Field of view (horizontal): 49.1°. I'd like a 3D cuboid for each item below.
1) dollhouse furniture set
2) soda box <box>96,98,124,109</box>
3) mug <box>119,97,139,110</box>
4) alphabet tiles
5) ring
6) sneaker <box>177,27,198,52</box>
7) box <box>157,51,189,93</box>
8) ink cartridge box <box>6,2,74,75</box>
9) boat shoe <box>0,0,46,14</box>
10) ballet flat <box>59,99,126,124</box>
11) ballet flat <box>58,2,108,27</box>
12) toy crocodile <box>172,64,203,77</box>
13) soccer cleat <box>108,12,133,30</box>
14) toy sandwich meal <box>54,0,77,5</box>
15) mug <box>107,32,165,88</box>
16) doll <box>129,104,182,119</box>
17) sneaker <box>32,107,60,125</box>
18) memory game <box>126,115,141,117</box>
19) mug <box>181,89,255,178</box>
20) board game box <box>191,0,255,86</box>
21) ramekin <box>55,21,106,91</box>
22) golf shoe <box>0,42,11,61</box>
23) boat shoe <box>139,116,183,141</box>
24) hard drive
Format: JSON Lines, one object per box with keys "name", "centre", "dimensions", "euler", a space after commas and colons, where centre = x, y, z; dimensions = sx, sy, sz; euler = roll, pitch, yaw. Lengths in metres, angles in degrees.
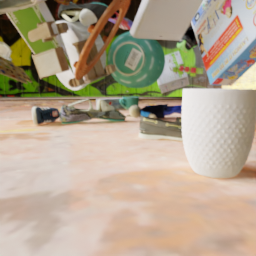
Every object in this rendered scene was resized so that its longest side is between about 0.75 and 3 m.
{"name": "dollhouse furniture set", "centre": [-1.481, -2.040, 7.631], "dimensions": [0.976, 1.704, 1.999], "euler": [-2, 21, 39]}
{"name": "soda box", "centre": [-1.075, -1.475, 17.304], "dimensions": [0.635, 0.683, 2.001], "euler": [6, 11, 38]}
{"name": "mug", "centre": [0.039, -1.533, 17.412], "dimensions": [1.241, 0.767, 1.019], "euler": [-2, 9, -7]}
{"name": "alphabet tiles", "centre": [-2.838, -1.405, 6.279], "dimensions": [1.112, 0.042, 1.337], "euler": [46, 15, 35]}
{"name": "ring", "centre": [-0.644, -2.145, 6.551], "dimensions": [0.223, 2.326, 2.326], "euler": [34, 7, -3]}
{"name": "sneaker", "centre": [2.492, -3.507, 10.738], "dimensions": [0.681, 0.743, 1.775], "euler": [34, 47, 4]}
{"name": "box", "centre": [1.933, -2.577, 12.955], "dimensions": [1.359, 1.540, 0.745], "euler": [-18, -28, 10]}
{"name": "ink cartridge box", "centre": [-2.664, -2.831, 8.264], "dimensions": [1.016, 1.982, 2.682], "euler": [-24, 51, 1]}
{"name": "boat shoe", "centre": [-2.256, -3.340, 6.571], "dimensions": [2.768, 0.980, 0.959], "euler": [-28, 40, 1]}
{"name": "ballet flat", "centre": [-1.286, -0.651, 10.694], "dimensions": [2.624, 0.944, 0.944], "euler": [-3, 8, -22]}
{"name": "ballet flat", "centre": [-1.603, -3.925, 9.785], "dimensions": [2.117, 0.724, 0.720], "euler": [17, -22, 29]}
{"name": "toy crocodile", "centre": [2.304, -2.243, 10.843], "dimensions": [1.187, 0.401, 0.367], "euler": [8, 4, 5]}
{"name": "soccer cleat", "centre": [-0.373, -4.601, 11.942], "dimensions": [1.449, 0.483, 0.554], "euler": [18, 8, -25]}
{"name": "toy sandwich meal", "centre": [-1.773, -4.085, 8.272], "dimensions": [1.106, 1.106, 0.379], "euler": [-2, -26, -16]}
{"name": "mug", "centre": [0.196, -2.785, 10.686], "dimensions": [2.085, 2.538, 1.569], "euler": [-16, 4, 21]}
{"name": "doll", "centre": [1.418, -0.753, 12.100], "dimensions": [2.817, 0.683, 1.922], "euler": [-4, 15, 17]}
{"name": "sneaker", "centre": [-2.956, -0.486, 10.260], "dimensions": [0.757, 0.671, 1.791], "euler": [-4, 8, 0]}
{"name": "memory game", "centre": [0.355, -0.581, 13.164], "dimensions": [0.927, 0.059, 0.927], "euler": [0, 8, 0]}
{"name": "mug", "centre": [1.400, 0.031, 4.409], "dimensions": [1.071, 1.272, 1.450], "euler": [3, 8, 17]}
{"name": "board game box", "centre": [2.705, -2.749, 7.052], "dimensions": [0.693, 2.430, 2.482], "euler": [1, -26, -19]}
{"name": "ramekin", "centre": [-1.944, -2.863, 10.869], "dimensions": [1.215, 2.608, 2.608], "euler": [-29, 24, -36]}
{"name": "golf shoe", "centre": [-4.478, -2.500, 9.974], "dimensions": [0.489, 0.608, 1.250], "euler": [15, -30, -4]}
{"name": "boat shoe", "centre": [1.212, 0.004, 7.112], "dimensions": [1.921, 0.574, 0.686], "euler": [2, 8, 14]}
{"name": "hard drive", "centre": [1.254, -3.418, 7.092], "dimensions": [1.718, 0.342, 2.605], "euler": [-8, -33, -31]}
